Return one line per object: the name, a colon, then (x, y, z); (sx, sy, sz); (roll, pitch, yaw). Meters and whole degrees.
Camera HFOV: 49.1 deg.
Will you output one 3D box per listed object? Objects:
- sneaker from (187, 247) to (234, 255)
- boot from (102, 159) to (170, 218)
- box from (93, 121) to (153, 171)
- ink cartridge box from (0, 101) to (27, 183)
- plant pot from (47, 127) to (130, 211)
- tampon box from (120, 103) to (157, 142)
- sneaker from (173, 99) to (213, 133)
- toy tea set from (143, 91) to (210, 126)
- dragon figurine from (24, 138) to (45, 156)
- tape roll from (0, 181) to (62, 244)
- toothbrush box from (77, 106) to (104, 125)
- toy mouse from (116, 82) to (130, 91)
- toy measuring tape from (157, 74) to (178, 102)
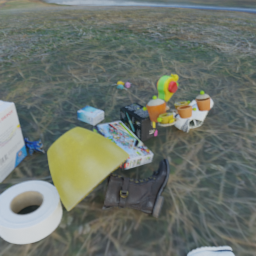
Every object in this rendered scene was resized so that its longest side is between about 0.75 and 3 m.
sneaker: (2.059, 3.299, 6.948); (1.272, 0.486, 0.512); (-5, 41, -5)
boot: (0.266, 1.698, 8.698); (1.855, 0.738, 2.131); (13, 53, 9)
box: (-0.241, 0.566, 10.060); (1.218, 0.384, 2.214); (-12, 39, -32)
ink cartridge box: (-4.966, 0.387, 9.846); (1.700, 2.350, 1.730); (8, 32, 14)
plant pot: (-1.356, 0.978, 8.161); (1.662, 2.341, 2.341); (48, 46, 6)
tampon box: (0.457, -0.270, 12.126); (0.925, 1.098, 1.465); (-23, 39, -32)
sneaker: (3.150, -0.580, 12.953); (2.650, 1.012, 1.067); (-29, 50, -29)
toy tea set: (1.952, -0.933, 11.001); (2.687, 0.994, 1.598); (-20, 18, -25)
dragon figurine: (-3.722, 0.809, 11.033); (0.696, 0.412, 1.399); (-16, 34, -24)
tape roll: (-2.916, 2.403, 8.193); (1.878, 0.657, 1.878); (0, 32, 0)
toothbrush box: (-1.780, -0.587, 13.289); (1.030, 0.439, 0.754); (21, 37, 28)
toy mouse: (-0.269, -2.521, 16.653); (1.165, 0.226, 1.036); (-10, 33, -16)
toy measuring tape: (1.588, -1.679, 13.553); (1.010, 1.010, 2.747); (25, 67, 34)
